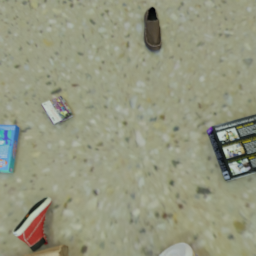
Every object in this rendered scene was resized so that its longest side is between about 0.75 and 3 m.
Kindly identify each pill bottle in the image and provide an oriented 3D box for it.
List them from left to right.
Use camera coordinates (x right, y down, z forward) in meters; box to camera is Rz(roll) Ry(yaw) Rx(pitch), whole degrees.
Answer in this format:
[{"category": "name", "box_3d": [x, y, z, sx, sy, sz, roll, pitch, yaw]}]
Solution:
[{"category": "pill bottle", "box_3d": [1.855, 4.666, 7.566, 1.579, 1.579, 2.638, -39, 88, -10]}]

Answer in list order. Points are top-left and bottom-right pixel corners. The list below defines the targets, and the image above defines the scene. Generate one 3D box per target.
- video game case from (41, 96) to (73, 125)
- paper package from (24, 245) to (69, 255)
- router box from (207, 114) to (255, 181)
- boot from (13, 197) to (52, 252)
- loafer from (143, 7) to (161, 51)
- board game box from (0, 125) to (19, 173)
[{"category": "video game case", "box_3d": [-2.451, -0.613, 9.709, 0.772, 0.152, 0.851, -29, 81, -29]}, {"category": "paper package", "box_3d": [-2.790, 4.829, 7.794, 2.516, 1.302, 2.398, -13, 75, -5]}, {"category": "router box", "box_3d": [4.153, 0.537, 9.336, 2.480, 0.633, 1.849, -15, 75, -4]}, {"category": "boot", "box_3d": [-2.654, 2.947, 8.592, 1.056, 0.530, 1.465, 53, 46, -19]}, {"category": "loafer", "box_3d": [0.882, -3.758, 10.536, 0.664, 0.645, 1.817, -8, 75, -2]}, {"category": "board game box", "box_3d": [-4.421, 0.691, 9.437, 1.217, 0.360, 1.600, 3, 74, 1]}]
